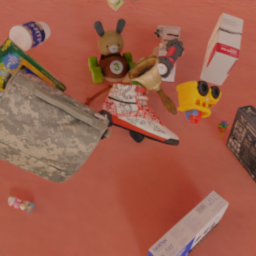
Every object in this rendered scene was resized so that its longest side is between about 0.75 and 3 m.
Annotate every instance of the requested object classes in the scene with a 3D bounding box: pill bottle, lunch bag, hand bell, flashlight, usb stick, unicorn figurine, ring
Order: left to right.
[{"bbox_3d":[-3.682,-3.568,10.706,0.910,0.910,1.520,13,34,14],"label":"pill bottle"},{"bbox_3d":[-1.809,-0.039,6.346,2.395,2.009,1.669,30,50,-16],"label":"lunch bag"},{"bbox_3d":[-1.015,-1.173,11.471,2.617,0.251,2.617,-25,28,14],"label":"ring"},{"bbox_3d":[0.392,-0.560,11.382,0.453,0.770,2.777,-23,37,24],"label":"usb stick"},{"bbox_3d":[0.776,-0.898,6.847,0.824,1.582,0.824,-28,33,21],"label":"hand bell"},{"bbox_3d":[1.325,-2.391,9.339,0.691,0.688,2.033,0,39,24],"label":"flashlight"},{"bbox_3d":[1.582,-3.006,10.475,1.134,0.419,0.779,10,11,3],"label":"unicorn figurine"}]

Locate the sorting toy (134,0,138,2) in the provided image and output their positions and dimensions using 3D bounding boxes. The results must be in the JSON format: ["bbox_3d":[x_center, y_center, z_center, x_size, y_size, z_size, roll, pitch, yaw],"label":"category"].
[{"bbox_3d":[0.272,-5.385,11.195,1.294,0.624,0.219,-8,46,56],"label":"sorting toy"}]

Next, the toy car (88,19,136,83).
[{"bbox_3d":[-0.770,-3.813,13.460,2.245,2.733,2.156,-10,43,-11],"label":"toy car"}]

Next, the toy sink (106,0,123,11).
[{"bbox_3d":[-0.570,-5.397,11.746,0.445,0.794,0.518,42,89,15],"label":"toy sink"}]

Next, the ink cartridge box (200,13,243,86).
[{"bbox_3d":[3.276,-2.739,9.808,0.824,1.435,1.976,18,61,3],"label":"ink cartridge box"}]

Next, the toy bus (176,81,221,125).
[{"bbox_3d":[2.198,-0.713,8.712,1.341,0.910,1.287,11,77,-33],"label":"toy bus"}]

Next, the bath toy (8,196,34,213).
[{"bbox_3d":[-3.300,2.330,8.514,0.832,0.362,0.308,13,79,15],"label":"bath toy"}]

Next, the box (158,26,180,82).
[{"bbox_3d":[2.077,-3.828,14.270,0.871,1.689,2.896,7,42,8],"label":"box"}]

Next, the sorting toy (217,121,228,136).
[{"bbox_3d":[2.956,0.043,8.729,0.312,0.899,0.310,4,76,15],"label":"sorting toy"}]

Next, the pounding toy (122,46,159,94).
[{"bbox_3d":[0.708,-2.158,12.520,1.163,2.507,1.935,36,63,-16],"label":"pounding toy"}]

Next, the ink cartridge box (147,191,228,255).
[{"bbox_3d":[1.547,2.800,7.317,2.502,1.176,0.553,-30,52,-29],"label":"ink cartridge box"}]

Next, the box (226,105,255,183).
[{"bbox_3d":[4.254,0.643,9.229,0.589,1.819,2.307,-12,43,-13],"label":"box"}]

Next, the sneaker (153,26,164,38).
[{"bbox_3d":[2.296,-5.818,17.352,1.670,0.627,0.965,21,50,36],"label":"sneaker"}]

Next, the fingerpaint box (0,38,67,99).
[{"bbox_3d":[-3.127,-1.224,8.126,1.682,2.016,0.740,-47,42,1],"label":"fingerpaint box"}]

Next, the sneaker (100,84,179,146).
[{"bbox_3d":[0.504,-0.475,8.522,2.605,0.870,1.396,21,85,8],"label":"sneaker"}]
